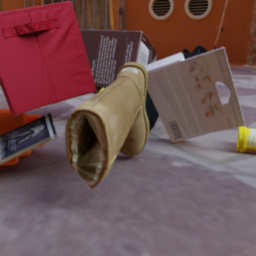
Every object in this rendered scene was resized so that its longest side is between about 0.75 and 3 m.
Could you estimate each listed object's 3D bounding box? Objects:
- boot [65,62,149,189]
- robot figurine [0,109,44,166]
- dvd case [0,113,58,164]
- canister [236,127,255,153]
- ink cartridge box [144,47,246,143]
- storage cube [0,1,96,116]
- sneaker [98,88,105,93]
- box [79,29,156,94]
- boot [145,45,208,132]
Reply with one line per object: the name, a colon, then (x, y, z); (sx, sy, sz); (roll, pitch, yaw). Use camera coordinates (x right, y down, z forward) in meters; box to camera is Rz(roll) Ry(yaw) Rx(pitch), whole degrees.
boot: (-0.267, 0.148, 4.989); (0.851, 2.253, 2.572); (4, 29, 13)
robot figurine: (-2.888, 0.174, 6.304); (1.894, 1.362, 1.104); (-7, -3, -18)
dvd case: (-2.000, 0.186, 5.474); (1.191, 0.095, 0.886); (-26, 37, -8)
canister: (3.286, 0.333, 6.813); (1.161, 0.502, 0.862); (7, 17, 19)
ink cartridge box: (1.576, -0.749, 6.695); (1.892, 2.147, 0.480); (-15, 32, 23)
storage cube: (-1.799, -1.284, 5.520); (1.598, 1.681, 1.870); (-20, 15, -22)
sneaker: (-0.269, -0.596, 7.002); (1.105, 0.447, 0.408); (17, -41, -37)
box: (-0.439, -2.078, 9.497); (2.273, 1.886, 1.867); (10, 0, 20)
boot: (1.275, -1.097, 7.918); (2.093, 0.945, 2.554); (-13, 47, 37)
